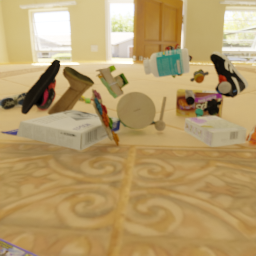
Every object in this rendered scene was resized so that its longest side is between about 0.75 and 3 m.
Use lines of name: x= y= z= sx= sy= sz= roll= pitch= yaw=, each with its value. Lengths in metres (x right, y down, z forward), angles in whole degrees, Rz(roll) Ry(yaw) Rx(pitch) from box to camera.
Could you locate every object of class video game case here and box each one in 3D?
video game case: x=-1.576 y=1.938 z=3.164 sx=1.456 sy=0.331 sz=1.320 roll=9 pitch=19 yaw=27

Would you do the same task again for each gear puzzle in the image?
gear puzzle: x=-0.553 y=-0.175 z=7.860 sx=0.243 sy=1.859 sz=0.963 roll=-20 pitch=37 yaw=5

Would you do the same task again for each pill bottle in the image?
pill bottle: x=1.064 y=-1.775 z=7.771 sx=1.228 sy=0.680 sz=0.680 roll=-6 pitch=15 yaw=14

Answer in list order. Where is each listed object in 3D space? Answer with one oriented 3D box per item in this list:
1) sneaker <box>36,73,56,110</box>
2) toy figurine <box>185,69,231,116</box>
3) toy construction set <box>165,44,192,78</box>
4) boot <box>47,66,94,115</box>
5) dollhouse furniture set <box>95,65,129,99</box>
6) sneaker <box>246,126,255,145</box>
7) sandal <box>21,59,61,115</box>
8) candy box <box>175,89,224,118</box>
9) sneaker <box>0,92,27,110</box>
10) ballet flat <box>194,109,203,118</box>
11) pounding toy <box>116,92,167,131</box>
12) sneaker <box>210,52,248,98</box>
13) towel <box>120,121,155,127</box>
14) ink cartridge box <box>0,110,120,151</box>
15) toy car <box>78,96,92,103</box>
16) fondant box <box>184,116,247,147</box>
sneaker: x=-4.031 y=-1.528 z=13.626 sx=0.934 sy=1.292 sz=2.644 roll=8 pitch=38 yaw=-17
toy figurine: x=2.421 y=-1.106 z=8.684 sx=1.232 sy=1.251 sz=0.871 roll=21 pitch=30 yaw=0
toy construction set: x=2.099 y=-2.994 z=12.672 sx=1.304 sy=1.202 sz=1.564 roll=19 pitch=34 yaw=-1
boot: x=-2.292 y=-1.168 z=10.293 sx=0.650 sy=1.967 sz=1.723 roll=50 pitch=15 yaw=25
dollhouse furniture set: x=-0.807 y=-1.727 z=11.277 sx=0.973 sy=1.259 sz=2.519 roll=-29 pitch=7 yaw=19
sneaker: x=4.045 y=0.254 z=8.744 sx=0.485 sy=0.459 sz=1.259 roll=28 pitch=34 yaw=23
sandal: x=-2.947 y=-1.276 z=9.717 sx=0.569 sy=2.525 sz=0.948 roll=25 pitch=33 yaw=-40
candy box: x=2.922 y=-0.984 z=11.515 sx=1.849 sy=1.079 sz=0.522 roll=7 pitch=20 yaw=19
sneaker: x=-5.380 y=-1.333 z=13.410 sx=0.759 sy=0.687 sz=1.783 roll=9 pitch=18 yaw=41
ballet flat: x=2.632 y=-0.393 z=10.614 sx=0.370 sy=0.340 sz=1.079 roll=23 pitch=31 yaw=5
pounding toy: x=0.419 y=-0.483 z=9.774 sx=1.727 sy=1.333 sz=0.801 roll=6 pitch=-17 yaw=-7
sneaker: x=3.081 y=-1.708 z=9.240 sx=0.917 sy=1.639 sz=0.599 roll=-37 pitch=-13 yaw=-9
towel: x=0.331 y=-0.259 z=10.750 sx=1.240 sy=0.135 sz=0.909 roll=-5 pitch=18 yaw=-17
ink cartridge box: x=-1.979 y=-0.092 z=8.817 sx=2.726 sy=0.553 sz=2.721 roll=9 pitch=13 yaw=18
toy car: x=-2.075 y=-1.490 z=14.584 sx=1.138 sy=0.254 sz=1.071 roll=-2 pitch=17 yaw=-6
fondant box: x=2.756 y=0.069 z=9.059 sx=1.212 sy=0.489 sz=1.680 roll=-5 pitch=17 yaw=-17
